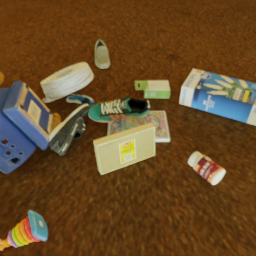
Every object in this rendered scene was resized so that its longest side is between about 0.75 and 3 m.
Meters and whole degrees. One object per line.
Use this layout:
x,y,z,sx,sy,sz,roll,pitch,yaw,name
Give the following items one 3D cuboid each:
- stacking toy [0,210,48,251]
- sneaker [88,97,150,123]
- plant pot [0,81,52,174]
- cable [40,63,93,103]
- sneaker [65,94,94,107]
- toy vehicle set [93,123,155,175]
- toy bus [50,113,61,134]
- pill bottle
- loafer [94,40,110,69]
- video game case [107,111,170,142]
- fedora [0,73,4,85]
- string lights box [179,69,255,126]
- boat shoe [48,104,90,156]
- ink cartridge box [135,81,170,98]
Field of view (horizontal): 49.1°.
-2.624,2.603,6.737,1.210,0.664,0.702,-28,54,-3,stacking toy
-0.317,-0.712,9.767,2.166,0.866,0.773,-6,72,-7,sneaker
-3.400,-0.128,8.299,1.745,1.941,1.941,-26,37,10,plant pot
-2.428,-1.905,11.136,2.094,0.725,2.094,-18,26,12,cable
-1.880,-1.126,11.005,1.120,0.420,0.485,15,9,-2,sneaker
-0.058,0.632,8.491,1.889,1.174,0.250,-17,38,-18,toy vehicle set
-2.721,-0.008,9.788,0.462,0.384,1.181,17,45,17,toy bus
2.314,1.179,8.350,0.567,0.567,0.993,-29,50,-28,pill bottle
-1.291,-3.533,13.397,0.719,0.718,2.058,-9,43,-9,loafer
0.345,-0.068,10.001,2.109,0.190,1.510,-1,42,0,video game case
-5.400,-0.989,10.195,2.482,1.012,2.482,-16,42,15,fedora
3.645,-1.232,10.745,2.970,0.876,1.526,19,45,19,string lights box
-1.891,0.012,9.626,0.806,0.856,2.385,39,41,-4,boat shoe
0.974,-1.582,11.483,1.400,0.415,0.727,0,42,0,ink cartridge box
